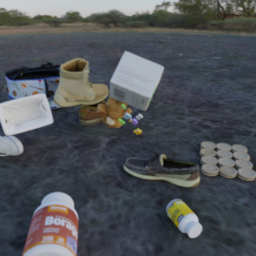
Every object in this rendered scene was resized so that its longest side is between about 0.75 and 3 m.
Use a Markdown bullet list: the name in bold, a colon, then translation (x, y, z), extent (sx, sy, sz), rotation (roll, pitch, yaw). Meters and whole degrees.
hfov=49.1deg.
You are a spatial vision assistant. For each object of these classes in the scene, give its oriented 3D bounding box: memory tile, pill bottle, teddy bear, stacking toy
- **memory tile**: translation (3.017, 0.986, 8.722), extent (1.532, 0.168, 1.999), rotation (5, 25, 12)
- **pill bottle**: translation (1.223, 1.982, 6.124), extent (0.465, 0.465, 0.830), rotation (-10, 26, -22)
- **teddy bear**: translation (-0.457, -0.665, 9.968), extent (1.187, 1.637, 0.547), rotation (27, 29, -23)
- **stacking toy**: translation (0.083, -0.252, 7.942), extent (0.192, 0.819, 0.617), rotation (-30, 38, 37)
- **pill bottle**: translation (-1.447, 2.035, 5.426), extent (0.926, 0.926, 1.651), rotation (-3, 25, -7)

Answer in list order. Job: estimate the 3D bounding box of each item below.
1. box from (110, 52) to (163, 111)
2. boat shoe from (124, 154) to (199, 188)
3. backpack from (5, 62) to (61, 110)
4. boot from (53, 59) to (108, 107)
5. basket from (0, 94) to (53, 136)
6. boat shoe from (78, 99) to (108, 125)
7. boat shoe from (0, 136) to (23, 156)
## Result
- **box**: translation (0.233, -1.411, 8.758), extent (1.316, 1.127, 1.309), rotation (22, -14, 3)
- **boat shoe**: translation (0.929, 1.058, 7.885), extent (2.178, 0.706, 0.797), rotation (8, 25, 16)
- **backpack**: translation (-4.186, -1.909, 12.863), extent (2.602, 2.104, 2.732), rotation (-6, 18, -31)
- **boot**: translation (-1.522, -1.663, 10.062), extent (2.188, 1.701, 0.796), rotation (-12, 54, -32)
- **basket**: translation (-3.167, -0.395, 8.594), extent (1.423, 0.965, 0.878), rotation (-18, 6, -23)
- **boat shoe**: translation (-1.037, -0.810, 11.940), extent (0.844, 0.798, 2.347), rotation (21, 32, 39)
- **boat shoe**: translation (-4.229, 0.595, 8.967), extent (1.841, 0.680, 0.785), rotation (12, 27, 29)
